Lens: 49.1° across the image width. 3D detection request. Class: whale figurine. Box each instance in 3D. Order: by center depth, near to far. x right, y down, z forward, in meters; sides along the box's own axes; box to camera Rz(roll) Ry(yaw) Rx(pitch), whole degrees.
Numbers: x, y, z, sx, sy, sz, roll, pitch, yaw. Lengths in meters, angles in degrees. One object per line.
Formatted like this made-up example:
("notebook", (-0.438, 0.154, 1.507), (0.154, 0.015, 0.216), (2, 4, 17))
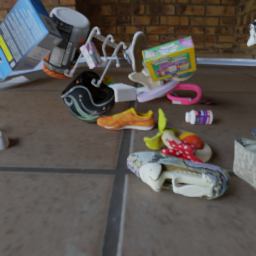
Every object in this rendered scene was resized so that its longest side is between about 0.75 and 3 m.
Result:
("whale figurine", (1.772, -2.871, 11.752), (2.240, 1.782, 1.162), (15, -22, 6))

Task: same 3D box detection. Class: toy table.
("toy table", (1.448, -2.800, 15.550), (2.808, 1.644, 2.581), (-38, 24, -28))

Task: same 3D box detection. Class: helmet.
("helmet", (-1.567, -1.171, 11.574), (1.999, 1.906, 1.999), (-36, 24, 19))

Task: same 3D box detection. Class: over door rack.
("over door rack", (-0.919, -2.005, 8.478), (1.256, 1.700, 0.566), (14, 31, -49))

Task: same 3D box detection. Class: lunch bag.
("lunch bag", (3.084, 0.834, 6.999), (0.656, 0.916, 1.116), (-11, 21, -15))

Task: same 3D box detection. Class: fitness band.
("fitness band", (3.021, -1.865, 15.211), (1.864, 0.349, 1.339), (7, 52, 21))

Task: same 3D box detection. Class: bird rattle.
("bird rattle", (1.592, 0.420, 8.039), (1.905, 1.316, 2.336), (9, 15, -28))

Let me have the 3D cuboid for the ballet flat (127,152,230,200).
("ballet flat", (0.980, 1.097, 6.393), (2.486, 0.894, 0.894), (7, 19, 24))

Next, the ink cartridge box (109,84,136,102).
("ink cartridge box", (-0.469, -2.037, 16.140), (1.246, 0.730, 1.724), (-9, 19, -27))

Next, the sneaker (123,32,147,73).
("sneaker", (0.289, -3.830, 13.508), (0.778, 2.221, 1.205), (-22, 56, -16))

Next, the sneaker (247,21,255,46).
("sneaker", (4.351, -3.346, 9.792), (0.560, 0.860, 0.343), (30, 15, -22))

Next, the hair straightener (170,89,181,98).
("hair straightener", (2.456, -1.754, 14.982), (0.533, 0.284, 1.386), (30, 4, 23))

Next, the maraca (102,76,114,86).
("maraca", (-0.898, -2.040, 12.356), (0.534, 0.417, 0.780), (-28, 36, -1))

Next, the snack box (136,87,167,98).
("snack box", (1.454, -2.214, 17.197), (1.575, 0.417, 1.120), (12, 22, 33))

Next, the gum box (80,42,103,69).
("gum box", (-1.209, -2.392, 9.346), (0.264, 0.799, 0.453), (-16, 16, 41))

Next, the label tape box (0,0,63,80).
("label tape box", (-3.712, -3.066, 9.833), (2.495, 1.799, 0.790), (-36, -15, 22))

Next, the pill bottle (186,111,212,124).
("pill bottle", (2.907, -0.434, 11.489), (1.001, 0.563, 0.563), (0, 18, -1))

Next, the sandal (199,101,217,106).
("sandal", (4.209, -1.310, 14.755), (0.928, 0.209, 0.348), (5, 19, 14))

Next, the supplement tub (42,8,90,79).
("supplement tub", (-2.668, -3.436, 11.589), (1.567, 2.558, 1.567), (18, 39, -15))

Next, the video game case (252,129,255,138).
("video game case", (5.191, 0.487, 9.238), (1.626, 0.216, 2.276), (3, 17, 11))

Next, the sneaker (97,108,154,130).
("sneaker", (-0.098, -0.375, 10.877), (2.216, 0.855, 0.809), (-3, 19, -3))

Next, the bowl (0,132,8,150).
("bowl", (-4.501, 0.419, 9.160), (1.055, 0.394, 1.053), (-5, 19, -20))

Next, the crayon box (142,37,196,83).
("crayon box", (1.514, -2.397, 10.042), (1.701, 0.496, 1.468), (-15, -25, 11))
